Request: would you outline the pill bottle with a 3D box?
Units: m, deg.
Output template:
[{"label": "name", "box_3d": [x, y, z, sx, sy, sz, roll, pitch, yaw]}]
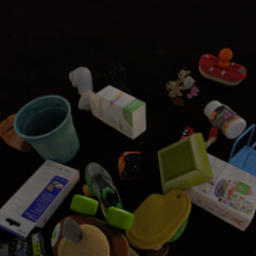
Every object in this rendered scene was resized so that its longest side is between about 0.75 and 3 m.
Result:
[{"label": "pill bottle", "box_3d": [4.079, -0.386, 11.970, 0.985, 0.985, 1.693, -16, 42, -19]}]

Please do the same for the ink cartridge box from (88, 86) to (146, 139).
[{"label": "ink cartridge box", "box_3d": [-0.493, -0.793, 12.030, 2.593, 1.518, 0.873, 30, 52, 31]}]

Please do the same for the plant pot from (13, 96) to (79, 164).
[{"label": "plant pot", "box_3d": [-2.781, 0.202, 10.272, 2.008, 1.967, 2.008, -6, 49, 7]}]

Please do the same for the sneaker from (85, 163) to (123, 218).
[{"label": "sneaker", "box_3d": [-0.714, 1.902, 8.848, 0.803, 0.877, 2.058, -25, 61, -21]}]

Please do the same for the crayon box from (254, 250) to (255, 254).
[{"label": "crayon box", "box_3d": [4.529, 3.220, 7.969, 1.079, 0.443, 1.717, 31, 49, 32]}]

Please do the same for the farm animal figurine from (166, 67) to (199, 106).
[{"label": "farm animal figurine", "box_3d": [2.354, -1.840, 12.938, 0.905, 1.799, 1.453, 1, 70, -19]}]

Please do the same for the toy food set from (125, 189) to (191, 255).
[{"label": "toy food set", "box_3d": [0.816, 2.934, 8.039, 2.632, 0.860, 1.548, -39, 31, -28]}]

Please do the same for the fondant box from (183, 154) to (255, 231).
[{"label": "fondant box", "box_3d": [2.976, 1.934, 9.201, 2.428, 0.707, 1.751, 26, 46, 23]}]

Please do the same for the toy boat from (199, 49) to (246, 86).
[{"label": "toy boat", "box_3d": [5.167, -3.495, 15.247, 2.567, 1.678, 1.675, 26, 46, 28]}]

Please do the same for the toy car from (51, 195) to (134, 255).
[{"label": "toy car", "box_3d": [-1.178, 2.727, 6.313, 2.025, 2.567, 2.108, 14, 77, 18]}]

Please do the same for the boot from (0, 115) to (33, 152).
[{"label": "boot", "box_3d": [-4.055, -0.151, 11.776, 1.988, 0.947, 2.570, 24, 42, 33]}]

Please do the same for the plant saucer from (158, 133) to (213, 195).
[{"label": "plant saucer", "box_3d": [1.677, 1.123, 9.070, 1.776, 0.425, 1.774, -29, 44, 28]}]

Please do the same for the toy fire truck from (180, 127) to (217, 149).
[{"label": "toy fire truck", "box_3d": [2.784, 0.534, 11.273, 1.290, 0.446, 1.829, 18, 42, 21]}]

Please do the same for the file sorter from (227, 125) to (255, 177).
[{"label": "file sorter", "box_3d": [4.923, 1.149, 9.742, 1.625, 1.437, 2.342, -31, 48, -33]}]

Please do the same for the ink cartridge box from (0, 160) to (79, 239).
[{"label": "ink cartridge box", "box_3d": [-2.897, 2.262, 9.107, 1.339, 0.524, 2.827, 17, 39, 18]}]

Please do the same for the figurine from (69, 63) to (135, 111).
[{"label": "figurine", "box_3d": [-1.277, -1.901, 13.797, 2.894, 1.246, 2.823, -11, 44, -12]}]

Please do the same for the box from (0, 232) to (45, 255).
[{"label": "box", "box_3d": [-3.046, 3.832, 7.233, 1.819, 0.448, 1.884, -12, 40, -17]}]

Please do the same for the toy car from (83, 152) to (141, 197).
[{"label": "toy car", "box_3d": [-0.628, 1.450, 9.701, 2.227, 1.093, 0.741, -17, 27, -23]}]
